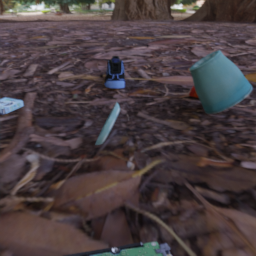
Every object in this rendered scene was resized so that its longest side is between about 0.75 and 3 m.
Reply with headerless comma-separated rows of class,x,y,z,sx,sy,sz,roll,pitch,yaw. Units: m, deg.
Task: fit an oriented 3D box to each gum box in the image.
gum box,-4.300,-0.758,9.701,0.828,0.217,0.974,11,28,22

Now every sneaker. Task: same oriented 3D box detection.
sneaker,-0.605,-2.508,12.451,0.910,1.011,2.594,-2,25,-5

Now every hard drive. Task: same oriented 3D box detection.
hard drive,-0.567,2.258,3.031,2.662,0.504,1.859,-6,26,-11

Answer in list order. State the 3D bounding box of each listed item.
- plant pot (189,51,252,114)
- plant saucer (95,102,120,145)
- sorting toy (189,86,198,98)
plant pot,2.816,-1.538,8.948,1.632,1.534,1.632,-33,12,8
plant saucer,-0.498,-0.078,7.115,0.165,1.207,1.207,26,25,-7
sorting toy,3.346,-1.563,11.115,2.194,0.761,0.756,-26,59,-39
